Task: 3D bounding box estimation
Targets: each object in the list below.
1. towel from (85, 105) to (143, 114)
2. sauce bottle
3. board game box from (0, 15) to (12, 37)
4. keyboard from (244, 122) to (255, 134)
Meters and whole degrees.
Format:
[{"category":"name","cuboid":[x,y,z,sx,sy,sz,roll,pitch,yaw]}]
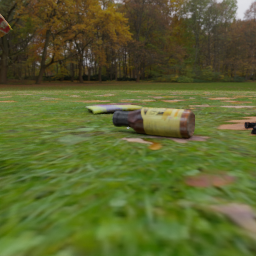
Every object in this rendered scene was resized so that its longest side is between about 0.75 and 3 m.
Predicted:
[{"category":"towel","cuboid":[-0.571,-0.793,11.821,2.176,0.248,1.563,-4,11,-21]},{"category":"sauce bottle","cuboid":[0.546,-0.158,6.628,1.990,0.657,0.657,5,10,28]},{"category":"board game box","cuboid":[-3.245,-2.485,6.124,0.707,0.222,1.480,-35,-23,-5]},{"category":"keyboard","cuboid":[3.861,-0.067,7.349,2.318,0.239,1.473,-8,12,-44]}]
